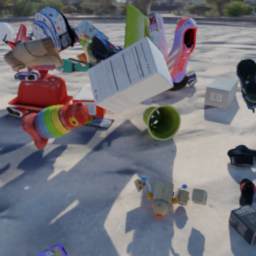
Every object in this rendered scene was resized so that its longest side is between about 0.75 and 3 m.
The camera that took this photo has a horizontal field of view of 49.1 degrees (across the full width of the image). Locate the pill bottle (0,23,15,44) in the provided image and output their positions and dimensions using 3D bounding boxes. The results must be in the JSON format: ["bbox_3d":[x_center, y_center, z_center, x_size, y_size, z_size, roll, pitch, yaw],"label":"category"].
[{"bbox_3d":[-3.877,-2.956,8.739,0.619,0.619,1.088,-9,23,-17],"label":"pill bottle"}]

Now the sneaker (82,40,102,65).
[{"bbox_3d":[-1.465,-3.142,12.461,0.701,1.733,0.640,35,82,21],"label":"sneaker"}]

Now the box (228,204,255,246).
[{"bbox_3d":[2.911,2.298,6.686,0.588,0.424,0.793,-10,28,-20],"label":"box"}]

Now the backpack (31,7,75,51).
[{"bbox_3d":[-1.975,-2.502,7.095,1.022,0.974,0.788,25,48,28],"label":"backpack"}]

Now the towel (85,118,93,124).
[{"bbox_3d":[-2.103,-0.281,12.089,1.158,0.105,0.498,-7,25,2],"label":"towel"}]

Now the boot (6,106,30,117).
[{"bbox_3d":[-5.145,-0.859,13.165,1.006,0.364,0.726,20,32,20],"label":"boot"}]

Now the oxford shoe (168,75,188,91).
[{"bbox_3d":[2.067,-2.690,16.088,2.848,1.035,1.202,-7,26,-13],"label":"oxford shoe"}]

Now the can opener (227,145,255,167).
[{"bbox_3d":[4.317,0.944,9.415,1.988,0.782,0.630,1,-13,-5],"label":"can opener"}]

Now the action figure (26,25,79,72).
[{"bbox_3d":[-3.203,-2.976,10.885,1.914,2.857,2.127,42,22,-18],"label":"action figure"}]

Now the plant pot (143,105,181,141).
[{"bbox_3d":[1.193,-0.331,11.255,1.397,1.397,1.327,-8,14,-15],"label":"plant pot"}]

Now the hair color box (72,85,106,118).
[{"bbox_3d":[-1.681,-1.345,13.365,1.425,0.860,2.807,1,23,2],"label":"hair color box"}]

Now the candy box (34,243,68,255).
[{"bbox_3d":[-1.644,2.941,5.394,1.180,0.422,0.990,-15,30,-29],"label":"candy box"}]

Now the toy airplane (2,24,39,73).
[{"bbox_3d":[-2.724,-2.011,7.429,0.251,1.366,1.366,-6,19,35],"label":"toy airplane"}]

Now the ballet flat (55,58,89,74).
[{"bbox_3d":[-2.819,-3.040,13.869,2.064,0.740,0.740,-2,23,-35],"label":"ballet flat"}]

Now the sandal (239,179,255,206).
[{"bbox_3d":[3.390,1.773,7.923,0.448,0.269,1.194,11,28,21],"label":"sandal"}]

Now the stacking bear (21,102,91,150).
[{"bbox_3d":[-1.806,-0.197,7.470,1.623,0.986,0.923,-18,29,17],"label":"stacking bear"}]

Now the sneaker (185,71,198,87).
[{"bbox_3d":[3.448,-2.793,16.953,1.603,0.869,0.562,-18,13,42],"label":"sneaker"}]

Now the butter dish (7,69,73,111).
[{"bbox_3d":[-4.058,-1.979,13.358,2.573,1.907,2.580,9,22,2],"label":"butter dish"}]

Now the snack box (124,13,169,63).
[{"bbox_3d":[0.915,-3.892,13.520,1.878,2.641,0.700,-11,-2,37],"label":"snack box"}]

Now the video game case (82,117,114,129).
[{"bbox_3d":[-1.282,-0.235,12.166,1.166,0.111,0.833,7,27,15],"label":"video game case"}]

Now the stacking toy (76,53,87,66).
[{"bbox_3d":[-1.910,-3.306,12.852,0.856,0.625,0.625,-36,29,5],"label":"stacking toy"}]

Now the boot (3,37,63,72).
[{"bbox_3d":[-1.879,-1.397,5.622,0.970,0.466,1.326,-26,-8,-5],"label":"boot"}]

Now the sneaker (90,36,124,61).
[{"bbox_3d":[-0.634,-2.852,10.695,2.095,0.789,0.822,41,38,20],"label":"sneaker"}]

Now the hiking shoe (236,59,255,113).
[{"bbox_3d":[4.351,-1.606,10.254,0.774,0.902,2.081,-1,57,12],"label":"hiking shoe"}]

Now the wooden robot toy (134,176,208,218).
[{"bbox_3d":[1.005,1.944,7.371,2.015,0.888,0.915,8,63,15],"label":"wooden robot toy"}]

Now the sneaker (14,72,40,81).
[{"bbox_3d":[-4.091,-2.038,11.168,1.052,0.369,0.432,-7,30,4],"label":"sneaker"}]

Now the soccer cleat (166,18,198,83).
[{"bbox_3d":[2.319,-3.172,12.025,0.988,2.961,1.132,-4,38,-13],"label":"soccer cleat"}]

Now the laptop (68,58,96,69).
[{"bbox_3d":[-1.054,-1.773,10.830,2.116,1.227,1.982,24,14,39],"label":"laptop"}]

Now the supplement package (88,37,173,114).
[{"bbox_3d":[0.059,-1.591,8.995,2.258,1.324,1.320,-23,-22,23],"label":"supplement package"}]

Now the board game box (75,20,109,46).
[{"bbox_3d":[-1.670,-4.068,12.740,0.744,0.757,1.444,-18,-34,41],"label":"board game box"}]

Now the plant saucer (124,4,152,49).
[{"bbox_3d":[0.517,-3.030,11.195,0.645,2.693,2.689,-2,70,15],"label":"plant saucer"}]

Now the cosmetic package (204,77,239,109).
[{"bbox_3d":[4.884,-1.904,14.583,1.218,1.029,2.281,16,28,28],"label":"cosmetic package"}]
